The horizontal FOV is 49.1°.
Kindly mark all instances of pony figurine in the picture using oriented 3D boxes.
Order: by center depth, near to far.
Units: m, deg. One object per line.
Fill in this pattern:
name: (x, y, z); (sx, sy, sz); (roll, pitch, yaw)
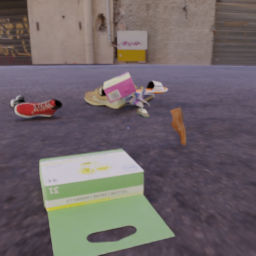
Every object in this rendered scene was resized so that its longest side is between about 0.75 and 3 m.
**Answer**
pony figurine: (0.489, -1.359, 12.622); (0.944, 0.978, 0.814); (23, -18, -22)

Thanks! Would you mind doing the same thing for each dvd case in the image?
dvd case: (0.097, -1.487, 14.470); (1.892, 0.203, 2.545); (4, 17, 21)

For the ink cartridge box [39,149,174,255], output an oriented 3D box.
ink cartridge box: (-0.538, 1.104, 4.873); (1.797, 0.592, 2.470); (-5, 15, -19)

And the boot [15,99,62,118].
boot: (-3.333, -0.803, 10.503); (1.567, 0.567, 1.130); (-2, -14, -41)

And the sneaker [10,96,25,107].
sneaker: (-5.135, -1.250, 13.405); (0.555, 0.408, 1.227); (4, 20, 2)

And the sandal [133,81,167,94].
sandal: (1.399, -2.488, 17.091); (2.499, 0.716, 0.957); (-10, 19, -32)

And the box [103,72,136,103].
box: (-0.359, -1.695, 11.621); (1.176, 0.646, 1.337); (-24, 21, 5)

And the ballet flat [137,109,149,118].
ballet flat: (0.587, -0.637, 11.396); (0.266, 0.295, 0.785); (-8, 18, -28)

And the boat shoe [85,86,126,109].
boat shoe: (-1.146, -1.547, 13.239); (2.437, 0.809, 0.902); (12, 40, 34)

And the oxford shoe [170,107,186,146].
oxford shoe: (1.344, -0.013, 7.489); (0.365, 1.025, 0.366); (-12, -8, 4)
